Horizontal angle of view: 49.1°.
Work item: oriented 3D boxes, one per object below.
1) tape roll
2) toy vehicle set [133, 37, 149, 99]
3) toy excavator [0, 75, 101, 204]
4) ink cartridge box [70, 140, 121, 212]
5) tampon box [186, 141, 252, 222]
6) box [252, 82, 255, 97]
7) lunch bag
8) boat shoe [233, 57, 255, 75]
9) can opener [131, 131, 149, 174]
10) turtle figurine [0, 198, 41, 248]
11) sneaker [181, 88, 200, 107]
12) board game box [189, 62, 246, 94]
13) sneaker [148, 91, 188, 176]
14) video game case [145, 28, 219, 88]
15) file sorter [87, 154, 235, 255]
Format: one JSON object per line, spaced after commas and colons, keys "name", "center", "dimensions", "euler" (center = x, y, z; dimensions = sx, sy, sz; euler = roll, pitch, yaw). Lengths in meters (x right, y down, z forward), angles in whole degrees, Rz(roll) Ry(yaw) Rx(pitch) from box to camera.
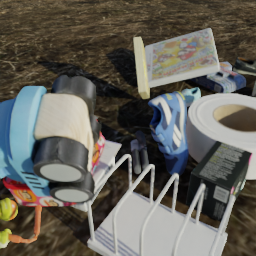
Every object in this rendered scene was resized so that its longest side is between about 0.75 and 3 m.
{"name": "tape roll", "center": [3.044, 0.097, 7.853], "dimensions": [2.858, 0.999, 2.858], "euler": [-1, 34, 0]}
{"name": "toy vehicle set", "center": [0.478, -2.030, 9.711], "dimensions": [0.249, 1.881, 1.169], "euler": [-6, -7, 9]}
{"name": "toy excavator", "center": [-1.998, 0.463, 4.849], "dimensions": [2.977, 2.894, 1.487], "euler": [2, 57, 0]}
{"name": "ink cartridge box", "center": [-1.404, 0.934, 7.015], "dimensions": [1.949, 0.427, 1.967], "euler": [13, 42, 21]}
{"name": "tampon box", "center": [2.044, 1.147, 6.247], "dimensions": [0.871, 1.033, 1.379], "euler": [22, 40, 31]}
{"name": "box", "center": [5.745, -1.325, 10.072], "dimensions": [2.177, 0.895, 0.744], "euler": [25, 42, 34]}
{"name": "lunch bag", "center": [-1.677, 0.677, 6.302], "dimensions": [1.954, 0.909, 2.218], "euler": [-5, 39, 16]}
{"name": "boat shoe", "center": [5.677, -2.673, 12.287], "dimensions": [1.932, 0.653, 0.694], "euler": [15, 35, 18]}
{"name": "can opener", "center": [0.277, 0.557, 7.168], "dimensions": [0.408, 0.511, 1.530], "euler": [-9, 24, 2]}
{"name": "turtle figurine", "center": [-3.212, 1.699, 5.381], "dimensions": [2.397, 0.957, 2.972], "euler": [-1, 19, -41]}
{"name": "sneaker", "center": [1.906, -1.066, 9.887], "dimensions": [1.577, 0.646, 0.583], "euler": [-23, 40, -30]}
{"name": "board game box", "center": [3.841, -2.165, 11.575], "dimensions": [1.866, 0.576, 1.867], "euler": [-22, 40, -28]}
{"name": "sneaker", "center": [0.935, 0.180, 6.841], "dimensions": [0.858, 2.086, 0.771], "euler": [-8, 7, -19]}
{"name": "video game case", "center": [2.059, -2.891, 11.483], "dimensions": [2.942, 0.337, 2.677], "euler": [-11, 47, 18]}
{"name": "file sorter", "center": [0.590, 1.693, 5.125], "dimensions": [2.279, 1.419, 1.581], "euler": [19, 39, 25]}
